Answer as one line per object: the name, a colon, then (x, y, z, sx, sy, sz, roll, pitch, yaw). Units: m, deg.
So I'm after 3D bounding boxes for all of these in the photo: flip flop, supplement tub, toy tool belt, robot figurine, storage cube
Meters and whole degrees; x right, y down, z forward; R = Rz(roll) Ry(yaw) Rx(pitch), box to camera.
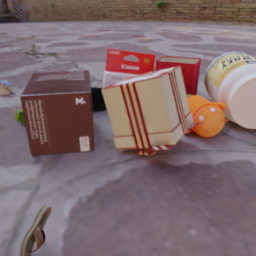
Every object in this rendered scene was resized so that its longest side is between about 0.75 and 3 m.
flip flop: (-1.569, 1.879, 4.925, 0.294, 0.414, 1.021, 16, 60, 11)
supplement tub: (4.132, -1.418, 10.125, 2.149, 2.149, 2.976, 0, 26, 0)
toy tool belt: (-5.743, -1.963, 12.897, 0.686, 0.675, 1.099, -13, 29, -25)
robot figurine: (2.413, -0.406, 9.211, 1.362, 1.104, 1.894, 3, 24, -22)
storage cube: (2.073, -2.022, 11.700, 1.598, 1.681, 1.870, 9, 23, 19)

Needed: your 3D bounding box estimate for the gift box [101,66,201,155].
gift box: (0.747, -0.454, 8.033, 2.271, 2.121, 2.096, -3, 19, 35)

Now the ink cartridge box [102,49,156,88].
ink cartridge box: (0.086, -2.138, 11.488, 2.147, 1.892, 0.480, 2, 19, -17)

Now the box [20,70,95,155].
box: (-2.038, -0.574, 8.660, 1.867, 1.886, 2.273, -4, 26, -8)

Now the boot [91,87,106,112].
boot: (-2.066, -1.322, 11.419, 2.554, 0.945, 2.093, -8, 22, -17)

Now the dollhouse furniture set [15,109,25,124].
dollhouse furniture set: (-3.828, -0.612, 10.359, 0.609, 0.470, 1.218, -4, 26, -10)

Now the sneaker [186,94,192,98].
sneaker: (1.971, -0.837, 10.314, 0.408, 1.105, 0.447, -22, 74, -52)

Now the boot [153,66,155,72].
boot: (0.348, -2.756, 13.707, 2.572, 0.851, 2.253, -7, 4, -13)
